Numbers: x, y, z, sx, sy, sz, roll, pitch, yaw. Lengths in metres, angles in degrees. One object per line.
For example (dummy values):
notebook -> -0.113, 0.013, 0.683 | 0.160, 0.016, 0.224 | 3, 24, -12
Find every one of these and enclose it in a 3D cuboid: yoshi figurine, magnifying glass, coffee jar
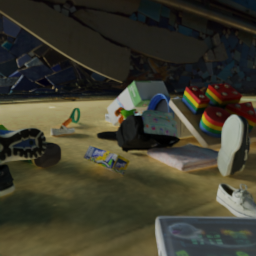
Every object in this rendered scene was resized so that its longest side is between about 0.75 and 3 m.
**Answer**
yoshi figurine -> 0.176, -0.194, 10.979 | 1.648, 0.923, 0.926 | 21, 21, 35
magnifying glass -> -2.696, -0.434, 13.441 | 0.214, 0.761, 1.911 | 6, 21, 12
coffee jar -> -2.419, 0.625, 7.292 | 1.398, 0.596, 0.729 | 8, 11, 35

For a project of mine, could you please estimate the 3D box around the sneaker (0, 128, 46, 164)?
sneaker -> -2.812, 0.437, 5.678 | 0.966, 0.851, 2.166 | -8, -5, 40

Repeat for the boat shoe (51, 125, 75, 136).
boat shoe -> -2.547, 0.079, 11.022 | 0.380, 0.372, 1.074 | -3, 5, 40

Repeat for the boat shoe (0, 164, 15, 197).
boat shoe -> -2.880, 1.030, 4.880 | 0.683, 0.606, 1.827 | 7, 11, 43

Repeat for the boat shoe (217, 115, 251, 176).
boat shoe -> 2.314, 0.368, 5.973 | 0.500, 1.659, 0.627 | -10, 47, -8

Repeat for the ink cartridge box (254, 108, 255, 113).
ink cartridge box -> 5.538, -0.714, 13.306 | 2.586, 0.570, 2.634 | 20, 14, 15

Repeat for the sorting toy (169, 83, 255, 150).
sorting toy -> 3.022, -0.539, 9.206 | 2.429, 0.845, 2.415 | -8, 43, -22

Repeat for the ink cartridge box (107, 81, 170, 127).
ink cartridge box -> 0.429, -1.067, 12.633 | 1.746, 1.051, 2.403 | -7, -22, -38

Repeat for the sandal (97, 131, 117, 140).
sandal -> -0.001, 0.160, 10.049 | 2.490, 0.561, 0.935 | 4, 9, 22

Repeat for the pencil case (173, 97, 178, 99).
pencil case -> 2.343, -1.000, 13.182 | 0.370, 0.890, 0.404 | -10, 36, 18

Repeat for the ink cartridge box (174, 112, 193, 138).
ink cartridge box -> 2.489, -0.422, 11.720 | 2.728, 1.130, 1.988 | -7, 12, -34

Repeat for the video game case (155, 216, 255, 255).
video game case -> 1.838, 1.579, 2.581 | 2.963, 0.346, 2.694 | 0, 10, 0

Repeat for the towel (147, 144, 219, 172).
towel -> 1.567, 0.740, 7.559 | 1.564, 0.264, 1.637 | -7, 11, -25

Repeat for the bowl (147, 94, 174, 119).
bowl -> 1.181, -0.442, 10.556 | 0.323, 1.643, 1.643 | 8, 6, -26

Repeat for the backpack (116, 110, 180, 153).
backpack -> 0.677, 0.099, 8.206 | 1.737, 1.100, 1.450 | 2, -16, -28

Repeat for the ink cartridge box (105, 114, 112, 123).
ink cartridge box -> -0.158, -0.500, 14.359 | 1.662, 0.393, 1.330 | -7, 12, -27

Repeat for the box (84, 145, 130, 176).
box -> -0.534, 0.762, 6.716 | 0.423, 0.388, 1.208 | 33, -13, -38

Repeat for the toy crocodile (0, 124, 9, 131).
toy crocodile -> -4.683, 0.258, 9.421 | 0.731, 0.669, 2.166 | 41, 7, -7

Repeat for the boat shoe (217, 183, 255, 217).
boat shoe -> 1.865, 1.164, 4.649 | 0.389, 0.449, 1.054 | -3, 10, -14
